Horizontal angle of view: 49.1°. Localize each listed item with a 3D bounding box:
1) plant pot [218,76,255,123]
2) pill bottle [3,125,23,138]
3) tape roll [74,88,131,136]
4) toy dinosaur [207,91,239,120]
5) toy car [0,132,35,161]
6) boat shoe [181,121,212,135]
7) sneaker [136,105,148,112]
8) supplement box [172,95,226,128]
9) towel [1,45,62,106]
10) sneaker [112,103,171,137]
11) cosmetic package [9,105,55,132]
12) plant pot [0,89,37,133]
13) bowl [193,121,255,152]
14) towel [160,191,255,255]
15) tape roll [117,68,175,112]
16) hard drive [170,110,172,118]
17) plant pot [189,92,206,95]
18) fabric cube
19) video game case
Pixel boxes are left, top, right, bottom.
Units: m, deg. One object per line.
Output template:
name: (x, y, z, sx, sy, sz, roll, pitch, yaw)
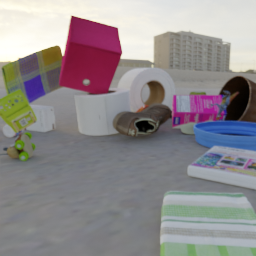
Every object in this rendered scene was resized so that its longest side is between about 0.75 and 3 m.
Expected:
plant pot: (5.493, -0.896, 12.283, 2.382, 2.226, 2.226, 12, 7, -18)
pill bottle: (-4.380, 0.039, 10.830, 0.506, 0.506, 0.902, 1, 11, 7)
tape roll: (-0.992, -0.714, 11.447, 2.238, 1.537, 2.238, -5, 16, 1)
toy dinosaur: (3.187, -0.708, 9.228, 1.043, 0.946, 0.548, 1, 19, -9)
toy car: (-3.166, 0.573, 7.835, 0.868, 0.685, 0.713, -11, 20, 5)
boat shoe: (2.751, 0.036, 11.127, 1.376, 0.503, 0.431, -9, -21, -4)
sneaker: (0.735, -0.426, 12.603, 1.151, 1.089, 2.985, -16, 0, 17)
supplement box: (2.970, -0.684, 12.014, 2.135, 1.081, 1.104, 2, 53, 8)
towel: (-3.703, -2.095, 11.458, 0.322, 2.030, 2.827, 27, 43, 28)
sneaker: (0.799, -0.155, 10.423, 2.920, 1.028, 1.103, -15, 38, -40)
cosmetic package: (-4.115, -0.438, 11.943, 1.991, 1.012, 0.737, 4, 15, 29)
plant pot: (-2.946, -0.390, 7.457, 0.806, 0.810, 0.735, -35, 67, -20)
bowl: (3.676, 0.258, 9.525, 2.840, 0.557, 2.840, 0, 11, 0)
towel: (1.201, 1.472, 4.094, 1.448, 0.298, 1.940, 0, 13, 10)
tape roll: (0.928, -1.842, 14.910, 2.669, 2.669, 1.833, -4, 11, -21)
hard drive: (3.553, -0.855, 15.712, 1.840, 0.434, 2.636, 6, 13, 31)
plant pot: (3.293, -0.944, 13.296, 1.413, 1.510, 1.413, 0, 11, 0)
fabric cube: (-1.480, -2.759, 10.814, 1.955, 1.986, 1.993, 10, 45, -18)
video game case: (2.948, 0.942, 6.673, 2.427, 0.288, 2.209, 8, 13, 31)
